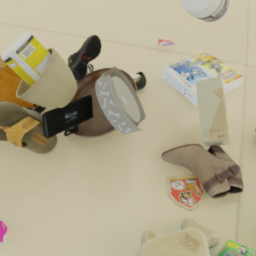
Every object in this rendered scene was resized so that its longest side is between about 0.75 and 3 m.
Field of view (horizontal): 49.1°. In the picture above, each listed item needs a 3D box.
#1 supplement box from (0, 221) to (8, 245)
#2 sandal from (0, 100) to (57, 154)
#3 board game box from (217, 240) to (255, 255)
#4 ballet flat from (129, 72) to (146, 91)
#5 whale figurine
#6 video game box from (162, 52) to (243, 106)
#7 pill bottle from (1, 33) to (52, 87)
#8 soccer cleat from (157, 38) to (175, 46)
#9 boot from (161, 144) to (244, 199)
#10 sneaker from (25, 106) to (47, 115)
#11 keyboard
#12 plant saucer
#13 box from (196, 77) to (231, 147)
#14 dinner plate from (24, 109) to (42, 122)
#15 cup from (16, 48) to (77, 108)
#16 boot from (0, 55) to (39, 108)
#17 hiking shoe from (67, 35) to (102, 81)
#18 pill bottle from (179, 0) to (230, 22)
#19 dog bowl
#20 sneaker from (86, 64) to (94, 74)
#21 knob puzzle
[{"bbox_3d":[-3.360,2.529,6.594,0.855,0.433,0.442,-5,48,-5],"label":"supplement box"},{"bbox_3d":[-2.758,0.139,7.358,0.747,2.767,1.111,33,87,35],"label":"sandal"},{"bbox_3d":[2.685,2.901,5.892,1.440,0.969,0.210,19,50,16],"label":"board game box"},{"bbox_3d":[-0.300,-1.505,10.089,2.189,0.749,0.744,-28,56,-23],"label":"ballet flat"},{"bbox_3d":[1.080,2.936,5.917,1.957,1.276,2.460,24,28,25],"label":"whale figurine"},{"bbox_3d":[2.791,-1.935,10.650,2.260,0.529,2.059,-25,53,-21],"label":"video game box"},{"bbox_3d":[-2.280,-1.502,7.246,0.962,1.717,0.962,-30,32,21],"label":"pill bottle"},{"bbox_3d":[1.655,-3.678,12.207,0.789,0.302,0.263,8,31,-17],"label":"soccer cleat"},{"bbox_3d":[2.073,1.205,7.646,2.062,0.724,1.507,-7,50,-6],"label":"boot"},{"bbox_3d":[-3.223,-1.271,9.932,0.843,0.915,2.288,15,54,-26],"label":"sneaker"},{"bbox_3d":[-1.753,-0.261,8.366,0.234,1.094,1.822,22,35,34],"label":"keyboard"},{"bbox_3d":[-0.919,-0.793,9.144,2.658,0.426,2.658,-9,60,17],"label":"plant saucer"},{"bbox_3d":[2.512,-0.444,8.267,0.735,0.897,1.890,-8,75,23],"label":"box"},{"bbox_3d":[-3.201,-0.009,8.159,1.607,1.607,0.195,-11,59,-10],"label":"dinner plate"},{"bbox_3d":[-2.040,-1.159,7.471,1.557,1.113,1.557,-31,40,30],"label":"cup"},{"bbox_3d":[-3.697,-0.854,8.516,2.156,1.060,3.012,20,77,24],"label":"boot"},{"bbox_3d":[-1.686,-2.526,9.833,0.981,0.738,1.949,9,60,36],"label":"hiking shoe"},{"bbox_3d":[1.848,-3.096,6.730,0.939,0.939,1.650,25,24,21],"label":"pill bottle"},{"bbox_3d":[-0.188,-0.676,7.481,0.554,1.889,1.889,-27,45,18],"label":"dog bowl"},{"bbox_3d":[-2.074,-2.135,10.895,1.591,0.581,0.890,-3,17,20],"label":"sneaker"},{"bbox_3d":[1.584,1.709,7.539,1.146,0.159,1.146,0,48,0],"label":"knob puzzle"}]
